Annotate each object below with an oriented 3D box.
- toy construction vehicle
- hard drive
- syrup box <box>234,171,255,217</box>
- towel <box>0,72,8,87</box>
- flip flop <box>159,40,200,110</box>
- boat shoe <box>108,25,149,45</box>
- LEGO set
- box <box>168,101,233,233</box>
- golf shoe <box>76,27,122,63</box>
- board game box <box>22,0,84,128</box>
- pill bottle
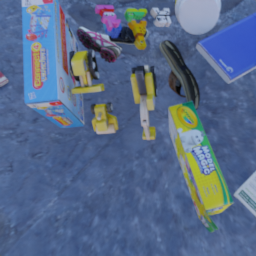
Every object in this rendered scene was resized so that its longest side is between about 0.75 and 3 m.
[{"bbox_3d":[-0.350,-0.743,7.264,2.180,2.504,0.882,-1,34,9],"label":"toy construction vehicle"},{"bbox_3d":[3.495,-2.482,8.503,2.363,0.300,1.559,-29,70,-12],"label":"hard drive"},{"bbox_3d":[3.249,0.817,5.494,0.921,2.262,0.891,-6,44,-44],"label":"syrup box"},{"bbox_3d":[-6.169,-2.087,11.298,2.307,0.262,1.662,40,64,20],"label":"towel"},{"bbox_3d":[1.434,-1.473,8.175,2.215,0.638,0.898,61,35,-1],"label":"flip flop"},{"bbox_3d":[-0.041,-3.055,9.181,1.451,0.452,0.541,8,78,24],"label":"boat shoe"},{"bbox_3d":[0.173,-2.818,8.085,2.287,0.872,0.939,-9,74,-24],"label":"LEGO set"},{"bbox_3d":[1.516,0.878,6.032,0.621,1.505,2.566,-15,66,3],"label":"box"},{"bbox_3d":[-1.020,-3.006,9.862,1.690,0.614,0.778,35,58,-6],"label":"golf shoe"},{"bbox_3d":[-1.977,-1.651,7.808,0.795,2.784,2.843,-6,78,2],"label":"board game box"},{"bbox_3d":[2.433,-4.392,9.930,1.532,1.532,2.681,8,39,5],"label":"pill bottle"}]
